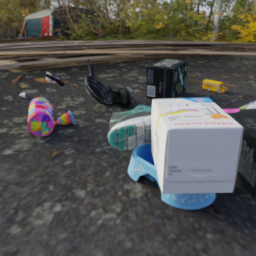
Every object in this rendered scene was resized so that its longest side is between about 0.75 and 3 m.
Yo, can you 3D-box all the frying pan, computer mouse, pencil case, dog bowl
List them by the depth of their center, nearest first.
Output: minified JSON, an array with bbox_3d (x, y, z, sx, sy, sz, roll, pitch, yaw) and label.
[{"bbox_3d":[1.131,1.169,7.718,1.531,0.681,2.747,-17,27,-34],"label":"dog bowl"},{"bbox_3d":[-2.953,-1.897,10.976,0.742,0.297,1.354,27,1,-26],"label":"computer mouse"},{"bbox_3d":[-3.544,-0.517,11.416,1.073,1.073,2.429,-6,24,-14],"label":"pencil case"},{"bbox_3d":[-1.723,-2.177,13.190,2.832,0.461,1.713,55,22,12],"label":"frying pan"}]

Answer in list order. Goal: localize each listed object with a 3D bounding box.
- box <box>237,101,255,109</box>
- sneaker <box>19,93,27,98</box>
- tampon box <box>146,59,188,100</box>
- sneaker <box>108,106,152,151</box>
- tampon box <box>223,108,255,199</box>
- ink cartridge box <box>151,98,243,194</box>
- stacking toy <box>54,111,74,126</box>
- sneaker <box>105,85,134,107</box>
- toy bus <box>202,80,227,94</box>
[{"bbox_3d":[5.389,-0.631,12.253,2.059,0.357,1.133,-22,30,-31],"label":"box"},{"bbox_3d":[-5.797,-1.756,15.413,0.331,0.286,0.764,-19,20,-25],"label":"sneaker"},{"bbox_3d":[2.197,-2.723,15.635,1.535,1.822,2.431,12,25,26],"label":"tampon box"},{"bbox_3d":[0.754,-0.274,8.498,2.905,1.127,1.325,-8,37,-8],"label":"sneaker"},{"bbox_3d":[3.952,0.560,7.956,1.924,1.621,2.567,-2,22,-5],"label":"tampon box"},{"bbox_3d":[1.469,0.325,6.728,1.604,1.576,2.179,-2,22,-3],"label":"ink cartridge box"},{"bbox_3d":[-2.757,-0.306,11.710,0.937,0.544,0.514,-21,24,-12],"label":"stacking toy"},{"bbox_3d":[-0.705,-1.581,14.007,1.549,1.034,2.704,-11,22,-21],"label":"sneaker"},{"bbox_3d":[5.167,-2.457,16.656,0.469,0.564,1.441,-20,29,-39],"label":"toy bus"}]
